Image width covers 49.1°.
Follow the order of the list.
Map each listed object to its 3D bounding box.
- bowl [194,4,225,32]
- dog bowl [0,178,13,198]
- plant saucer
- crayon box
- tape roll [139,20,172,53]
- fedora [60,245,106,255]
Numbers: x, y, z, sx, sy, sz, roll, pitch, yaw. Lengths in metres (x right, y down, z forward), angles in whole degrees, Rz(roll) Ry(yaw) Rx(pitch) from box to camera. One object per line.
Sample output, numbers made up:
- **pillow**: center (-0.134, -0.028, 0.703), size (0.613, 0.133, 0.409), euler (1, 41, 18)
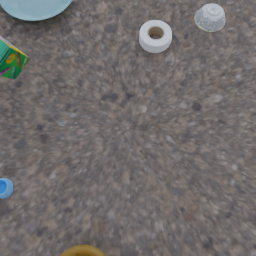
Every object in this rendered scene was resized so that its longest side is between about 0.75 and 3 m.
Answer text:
- **bowl**: center (2.946, -4.002, 9.864), size (1.108, 0.520, 1.108), euler (0, 70, 1)
- **dog bowl**: center (-3.803, 1.736, 7.899), size (1.021, 0.253, 0.569), euler (-12, 71, -4)
- **plant saucer**: center (-3.236, -4.829, 10.165), size (2.730, 0.526, 2.730), euler (0, 70, -1)
- **crayon box**: center (-3.880, -2.321, 6.771), size (2.653, 1.576, 0.773), euler (37, 92, -7)
- **tape roll**: center (0.938, -3.138, 9.614), size (1.100, 0.385, 1.100), euler (0, 69, 0)
- **fedora**: center (-1.166, 3.764, 6.930), size (1.646, 0.671, 1.646), euler (1, 66, -2)
